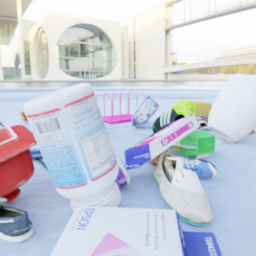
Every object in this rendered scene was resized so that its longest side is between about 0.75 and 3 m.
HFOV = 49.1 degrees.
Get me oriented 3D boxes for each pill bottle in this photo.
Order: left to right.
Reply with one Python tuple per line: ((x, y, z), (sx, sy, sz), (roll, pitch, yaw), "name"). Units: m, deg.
((-0.941, 0.460, 5.327), (1.296, 2.383, 1.296), (-15, 15, 4), "pill bottle")

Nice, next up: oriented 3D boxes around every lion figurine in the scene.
((0.685, 0.815, 8.646), (1.127, 0.667, 1.840), (-22, 12, -41), "lion figurine")

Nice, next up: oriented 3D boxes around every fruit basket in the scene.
((1.903, 0.548, 9.488), (1.742, 0.882, 1.881), (-4, 0, -39), "fruit basket")

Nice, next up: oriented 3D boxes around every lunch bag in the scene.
((-3.129, 0.765, 9.049), (0.819, 0.420, 1.019), (6, 8, 39), "lunch bag")
((0.751, -0.681, 13.756), (0.943, 1.523, 1.295), (42, -3, 1), "lunch bag")

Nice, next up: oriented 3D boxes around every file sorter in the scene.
((-0.441, -1.212, 15.986), (2.505, 1.571, 1.741), (-9, 15, -38), "file sorter")

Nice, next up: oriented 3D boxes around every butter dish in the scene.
((-2.706, 0.921, 5.820), (1.907, 1.410, 1.902), (-28, 25, -23), "butter dish")

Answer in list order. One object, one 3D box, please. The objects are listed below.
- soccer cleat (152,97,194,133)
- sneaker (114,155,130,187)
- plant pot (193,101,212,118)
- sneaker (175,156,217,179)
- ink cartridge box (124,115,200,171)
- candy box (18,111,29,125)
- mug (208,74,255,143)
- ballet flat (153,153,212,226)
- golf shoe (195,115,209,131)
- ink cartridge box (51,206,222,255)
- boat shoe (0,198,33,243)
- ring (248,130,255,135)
((1.432, -0.129, 9.337), (0.748, 0.899, 2.217), (14, -33, -19), "soccer cleat")
((-1.018, 1.107, 7.023), (2.366, 0.954, 0.987), (9, 41, 32), "sneaker")
((3.576, -0.718, 14.458), (1.381, 1.218, 1.381), (-5, 12, -20), "plant pot")
((1.645, 1.121, 7.406), (1.432, 0.542, 0.552), (2, 20, 46), "sneaker")
((0.770, 0.406, 7.617), (2.504, 0.464, 1.186), (-31, 5, -36), "ink cartridge box")
((-5.325, -0.613, 15.061), (0.330, 0.681, 1.167), (-37, 7, 13), "candy box")
((4.320, -0.604, 11.292), (1.889, 2.244, 2.559), (35, -1, 14), "mug")
((1.084, 1.151, 6.143), (0.869, 0.803, 2.575), (8, 10, -13), "ballet flat")
((3.032, -0.217, 13.276), (1.727, 0.667, 0.761), (-6, 27, 3), "golf shoe")
((0.185, 1.824, 3.774), (2.431, 0.526, 2.386), (-1, 11, 4), "ink cartridge box")
((-2.395, 1.562, 5.008), (1.643, 0.508, 0.615), (7, 14, 32), "boat shoe")
((4.981, 0.069, 13.211), (1.857, 0.178, 1.857), (1, 12, 0), "ring")
